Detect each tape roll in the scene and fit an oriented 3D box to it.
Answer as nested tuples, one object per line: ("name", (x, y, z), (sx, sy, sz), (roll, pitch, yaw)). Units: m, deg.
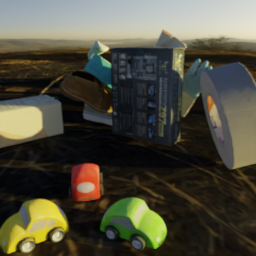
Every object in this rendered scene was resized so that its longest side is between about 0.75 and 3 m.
("tape roll", (2.605, -0.301, 7.095), (0.852, 2.578, 2.578), (-15, 19, 7))

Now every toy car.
("toy car", (-0.567, 1.471, 5.246), (2.655, 0.629, 2.821), (9, 22, 24))

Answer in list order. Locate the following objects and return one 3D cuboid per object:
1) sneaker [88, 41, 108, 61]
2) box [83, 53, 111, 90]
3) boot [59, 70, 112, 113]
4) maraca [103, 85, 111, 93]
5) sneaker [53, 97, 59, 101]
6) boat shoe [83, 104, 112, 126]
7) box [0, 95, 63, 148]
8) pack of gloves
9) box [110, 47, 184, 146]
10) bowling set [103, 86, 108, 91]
("sneaker", (-1.155, -2.782, 10.419), (0.478, 0.766, 1.299), (29, 11, -21))
("box", (-0.267, -1.553, 10.275), (2.845, 0.699, 1.171), (35, 2, -13))
("boot", (-1.065, -1.212, 9.614), (2.390, 0.902, 0.880), (19, 44, -32))
("maraca", (-1.748, -1.844, 13.303), (2.428, 1.299, 1.664), (-10, 27, -38))
("sneaker", (-3.775, -1.261, 13.349), (0.419, 0.362, 0.927), (6, 14, 44))
("boat shoe", (-0.653, -0.601, 10.756), (2.550, 0.791, 0.918), (8, 21, 21))
("box", (-3.777, -0.212, 9.126), (2.979, 1.158, 1.414), (-14, 24, -33))
("pack of gloves", (1.361, -1.478, 8.783), (2.055, 2.447, 0.483), (37, 55, 6))
("box", (0.531, -1.033, 8.701), (2.241, 2.841, 0.725), (11, 21, 35))
("bowling set", (-0.468, -1.482, 11.216), (0.954, 1.236, 1.777), (9, -23, 49))
